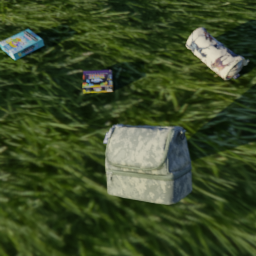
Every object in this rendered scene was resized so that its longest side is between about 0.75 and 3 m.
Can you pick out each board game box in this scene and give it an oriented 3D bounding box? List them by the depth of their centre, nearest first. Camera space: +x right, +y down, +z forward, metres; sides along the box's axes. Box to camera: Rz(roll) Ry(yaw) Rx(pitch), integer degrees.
[{"bbox_3d":[-1.162,-1.776,10.703,1.113,0.316,0.920,-4,54,-3],"label":"board game box"},{"bbox_3d":[-4.590,-3.619,12.100,1.099,0.342,1.456,38,61,25],"label":"board game box"}]

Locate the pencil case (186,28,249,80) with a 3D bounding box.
[{"bbox_3d":[3.459,-3.011,11.209,1.157,1.006,2.586,-22,56,-23],"label":"pencil case"}]

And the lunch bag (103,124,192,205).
[{"bbox_3d":[0.463,0.804,7.112,2.124,1.781,1.480,1,5,36],"label":"lunch bag"}]
